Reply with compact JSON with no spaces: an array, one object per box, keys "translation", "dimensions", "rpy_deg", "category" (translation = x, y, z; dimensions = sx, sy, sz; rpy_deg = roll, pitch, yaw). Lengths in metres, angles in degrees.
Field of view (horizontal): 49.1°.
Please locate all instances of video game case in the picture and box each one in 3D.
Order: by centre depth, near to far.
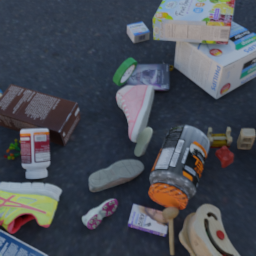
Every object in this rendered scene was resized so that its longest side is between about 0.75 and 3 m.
[{"translation":[0.733,-1.917,10.611],"dimensions":[1.648,0.156,1.177],"rpy_deg":[1,65,6],"category":"video game case"}]

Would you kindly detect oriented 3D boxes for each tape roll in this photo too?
[{"translation":[-0.102,-1.914,9.602],"dimensions":[0.247,1.026,1.026],"rpy_deg":[38,62,8],"category":"tape roll"}]

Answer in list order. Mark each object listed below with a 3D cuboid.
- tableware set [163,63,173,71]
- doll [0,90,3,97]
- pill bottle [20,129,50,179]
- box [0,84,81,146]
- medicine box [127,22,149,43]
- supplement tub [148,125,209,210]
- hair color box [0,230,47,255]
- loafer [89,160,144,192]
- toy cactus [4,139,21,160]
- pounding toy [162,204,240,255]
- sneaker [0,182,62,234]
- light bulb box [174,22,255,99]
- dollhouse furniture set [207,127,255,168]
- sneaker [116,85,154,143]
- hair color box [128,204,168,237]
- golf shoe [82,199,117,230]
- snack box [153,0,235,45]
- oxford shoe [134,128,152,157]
[{"translation":[1.218,-2.145,10.949],"dimensions":[1.267,0.194,0.853],"rpy_deg":[-32,61,-20],"category":"tableware set"},{"translation":[-5.202,-1.073,10.022],"dimensions":[1.367,0.485,2.003],"rpy_deg":[9,56,6],"category":"doll"},{"translation":[-2.729,0.745,8.251],"dimensions":[0.802,0.802,1.419],"rpy_deg":[-2,89,-2],"category":"pill bottle"},{"translation":[-3.018,-0.452,9.330],"dimensions":[2.538,0.951,1.271],"rpy_deg":[16,56,13],"category":"box"},{"translation":[0.431,-4.168,12.228],"dimensions":[0.743,0.420,0.816],"rpy_deg":[-19,57,-13],"category":"medicine box"},{"translation":[1.433,1.108,7.977],"dimensions":[1.329,1.329,2.169],"rpy_deg":[19,58,13],"category":"supplement tub"},{"translation":[-2.727,3.070,6.515],"dimensions":[2.921,1.461,0.884],"rpy_deg":[21,60,15],"category":"hair color box"},{"translation":[-0.368,1.416,8.258],"dimensions":[1.740,0.547,0.626],"rpy_deg":[-15,54,-27],"category":"loafer"},{"translation":[-3.463,0.733,8.890],"dimensions":[0.668,0.414,0.810],"rpy_deg":[31,56,-2],"category":"toy cactus"},{"translation":[1.861,2.863,7.235],"dimensions":[1.249,1.254,2.185],"rpy_deg":[-16,62,-45],"category":"pounding toy"},{"translation":[-3.272,2.127,7.457],"dimensions":[2.849,1.113,1.286],"rpy_deg":[-2,68,6],"category":"sneaker"},{"translation":[3.391,-2.688,10.438],"dimensions":[2.350,1.479,2.371],"rpy_deg":[-29,53,-18],"category":"light bulb box"},{"translation":[3.698,0.796,8.477],"dimensions":[2.487,1.011,1.338],"rpy_deg":[-1,55,9],"category":"dollhouse furniture set"},{"translation":[0.076,-0.557,9.458],"dimensions":[1.224,0.882,2.342],"rpy_deg":[9,54,12],"category":"sneaker"},{"translation":[0.566,2.509,7.611],"dimensions":[1.040,0.337,0.569],"rpy_deg":[13,56,7],"category":"hair color box"},{"translation":[-0.790,2.289,7.711],"dimensions":[1.114,0.420,0.510],"rpy_deg":[-30,22,-35],"category":"golf shoe"},{"translation":[2.387,-3.965,10.040],"dimensions":[2.590,0.876,2.184],"rpy_deg":[8,48,17],"category":"snack box"},{"translation":[0.497,0.432,8.696],"dimensions":[0.384,1.021,0.295],"rpy_deg":[36,25,34],"category":"oxford shoe"}]
